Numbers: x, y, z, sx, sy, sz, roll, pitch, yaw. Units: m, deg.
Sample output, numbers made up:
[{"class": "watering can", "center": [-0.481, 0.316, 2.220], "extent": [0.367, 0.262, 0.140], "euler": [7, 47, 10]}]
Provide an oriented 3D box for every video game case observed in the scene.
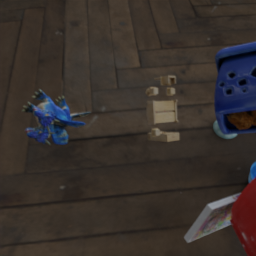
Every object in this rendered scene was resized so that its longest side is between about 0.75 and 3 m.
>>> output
[{"class": "video game case", "center": [2.468, 2.140, 7.021], "extent": [2.032, 1.455, 0.183], "euler": [-8, 45, -30]}]

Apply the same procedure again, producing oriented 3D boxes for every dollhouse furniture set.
[{"class": "dollhouse furniture set", "center": [0.740, -0.477, 7.200], "extent": [0.849, 0.725, 1.639], "euler": [-6, 96, -35]}]

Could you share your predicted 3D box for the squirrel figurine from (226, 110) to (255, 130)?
[{"class": "squirrel figurine", "center": [3.588, -0.404, 7.979], "extent": [1.397, 1.303, 0.988], "euler": [-32, 84, 17]}]

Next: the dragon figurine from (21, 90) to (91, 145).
[{"class": "dragon figurine", "center": [-1.737, -0.124, 7.307], "extent": [0.865, 2.938, 1.460], "euler": [-45, 66, 9]}]

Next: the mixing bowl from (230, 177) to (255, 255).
[{"class": "mixing bowl", "center": [3.054, 2.178, 5.596], "extent": [1.499, 2.767, 2.767], "euler": [-29, 58, 11]}]

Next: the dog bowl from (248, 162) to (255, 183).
[{"class": "dog bowl", "center": [4.763, 2.160, 9.117], "extent": [1.275, 0.567, 2.288], "euler": [-10, 56, -6]}]

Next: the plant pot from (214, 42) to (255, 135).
[{"class": "plant pot", "center": [3.781, -1.176, 8.207], "extent": [2.394, 2.394, 2.152], "euler": [-7, 70, 23]}]

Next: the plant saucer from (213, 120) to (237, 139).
[{"class": "plant saucer", "center": [3.783, -0.024, 10.800], "extent": [0.958, 0.185, 0.958], "euler": [0, 57, 0]}]
